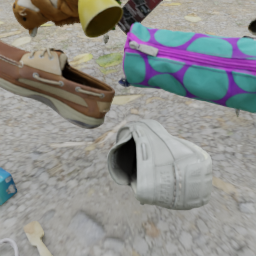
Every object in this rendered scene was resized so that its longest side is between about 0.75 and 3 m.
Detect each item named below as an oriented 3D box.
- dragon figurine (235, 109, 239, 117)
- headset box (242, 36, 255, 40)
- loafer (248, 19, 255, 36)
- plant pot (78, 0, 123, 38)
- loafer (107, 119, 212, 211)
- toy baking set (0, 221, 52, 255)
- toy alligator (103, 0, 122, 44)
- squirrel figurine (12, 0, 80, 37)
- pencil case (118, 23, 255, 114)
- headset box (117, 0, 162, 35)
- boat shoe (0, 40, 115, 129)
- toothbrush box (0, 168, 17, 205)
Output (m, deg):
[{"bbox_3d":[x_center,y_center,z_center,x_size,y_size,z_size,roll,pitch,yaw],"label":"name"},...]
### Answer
[{"bbox_3d":[3.523,-1.538,6.697,2.816,1.400,0.829,-34,54,1],"label":"dragon figurine"},{"bbox_3d":[3.058,-2.008,7.593,0.746,1.002,0.387,3,70,-29],"label":"headset box"},{"bbox_3d":[3.968,-2.818,7.434,0.639,0.708,1.871,-14,3,-19],"label":"loafer"},{"bbox_3d":[-0.574,-2.092,4.989,0.790,0.790,0.561,-29,82,-32],"label":"plant pot"},{"bbox_3d":[0.152,0.401,4.218,1.000,1.002,2.865,-1,5,-15],"label":"loafer"},{"bbox_3d":[-1.875,2.668,4.590,1.876,0.284,2.444,12,43,22],"label":"toy baking set"},{"bbox_3d":[-0.560,-4.335,10.537,0.554,2.306,0.764,-1,28,-18],"label":"toy alligator"},{"bbox_3d":[-2.285,-3.754,8.808,2.253,1.709,2.414,-27,-10,21],"label":"squirrel figurine"},{"bbox_3d":[1.242,-1.032,4.736,2.818,1.199,1.302,16,4,28],"label":"pencil case"},{"bbox_3d":[0.450,-3.192,6.980,0.590,1.527,1.136,45,47,-14],"label":"headset box"},{"bbox_3d":[-1.584,-1.103,5.514,2.951,1.059,1.117,28,27,-21],"label":"boat shoe"},{"bbox_3d":[-3.416,1.449,6.097,1.087,0.634,1.485,22,44,27],"label":"toothbrush box"}]
